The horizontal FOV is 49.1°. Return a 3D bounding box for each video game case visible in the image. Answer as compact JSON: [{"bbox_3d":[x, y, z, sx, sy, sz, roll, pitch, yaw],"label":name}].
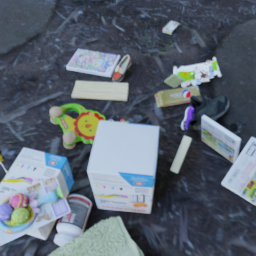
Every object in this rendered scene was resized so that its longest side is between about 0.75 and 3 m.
[{"bbox_3d":[2.976,0.380,9.130,0.163,1.297,1.425,-37,52,-16],"label":"video game case"},{"bbox_3d":[3.717,1.291,7.789,1.526,0.192,1.677,32,83,35],"label":"video game case"},{"bbox_3d":[-1.642,-3.131,13.396,2.186,0.197,1.565,12,49,10],"label":"video game case"}]

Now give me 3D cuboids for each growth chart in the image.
[{"bbox_3d":[3.061,-2.460,12.595,2.172,0.193,1.572,-11,47,5],"label":"growth chart"}]

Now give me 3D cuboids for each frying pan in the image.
[{"bbox_3d":[4.024,-0.099,10.304,0.816,0.133,0.494,-44,97,-5],"label":"frying pan"}]

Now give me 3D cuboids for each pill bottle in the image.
[{"bbox_3d":[-1.563,2.634,7.915,0.762,0.762,1.315,9,49,8],"label":"pill bottle"}]

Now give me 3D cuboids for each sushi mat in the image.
[{"bbox_3d":[-1.157,-1.606,12.004,2.361,0.143,1.129,3,45,0],"label":"sushi mat"}]

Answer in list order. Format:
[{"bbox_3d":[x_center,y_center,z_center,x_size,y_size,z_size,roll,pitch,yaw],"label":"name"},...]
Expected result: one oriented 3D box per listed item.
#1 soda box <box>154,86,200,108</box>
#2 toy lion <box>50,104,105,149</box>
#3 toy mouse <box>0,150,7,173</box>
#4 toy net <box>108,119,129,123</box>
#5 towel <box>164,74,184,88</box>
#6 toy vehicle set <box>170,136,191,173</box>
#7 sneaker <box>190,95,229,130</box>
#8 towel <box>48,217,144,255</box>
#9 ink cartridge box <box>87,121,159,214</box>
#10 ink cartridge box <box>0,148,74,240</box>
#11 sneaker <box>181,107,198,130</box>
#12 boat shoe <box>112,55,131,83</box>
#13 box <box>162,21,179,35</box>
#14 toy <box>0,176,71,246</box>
[{"bbox_3d":[1.975,-1.251,11.202,1.729,0.586,0.553,-11,84,-19],"label":"soda box"},{"bbox_3d":[-1.734,-0.153,10.313,1.778,0.637,1.855,-24,67,-23],"label":"toy lion"},{"bbox_3d":[-3.981,0.177,7.867,0.366,1.680,1.890,-21,38,-21],"label":"toy mouse"},{"bbox_3d":[-0.445,-0.224,10.835,0.932,0.180,0.489,13,50,11],"label":"toy net"},{"bbox_3d":[1.849,-1.892,11.282,0.572,0.770,0.141,26,66,-15],"label":"towel"},{"bbox_3d":[1.620,0.817,8.542,0.224,1.691,1.050,22,89,13],"label":"toy vehicle set"},{"bbox_3d":[3.106,-0.930,10.738,2.107,1.207,0.806,-35,24,-27],"label":"sneaker"},{"bbox_3d":[-0.964,3.547,6.344,2.966,0.541,2.201,-27,59,-22],"label":"towel"},{"bbox_3d":[-0.066,1.205,8.096,1.708,2.320,1.678,5,52,5],"label":"ink cartridge box"},{"bbox_3d":[-2.709,1.886,8.112,1.459,1.434,1.982,12,51,10],"label":"ink cartridge box"},{"bbox_3d":[2.251,-0.328,9.890,0.497,0.348,1.000,-1,53,39],"label":"sneaker"},{"bbox_3d":[-0.307,-2.611,12.405,0.483,0.425,1.358,29,75,16],"label":"boat shoe"},{"bbox_3d":[2.365,-5.581,15.566,0.594,0.187,1.078,24,53,20],"label":"box"},{"bbox_3d":[-2.578,1.935,6.842,2.035,0.480,1.172,-19,56,-22],"label":"toy"}]
